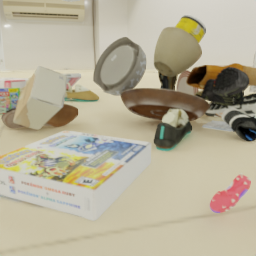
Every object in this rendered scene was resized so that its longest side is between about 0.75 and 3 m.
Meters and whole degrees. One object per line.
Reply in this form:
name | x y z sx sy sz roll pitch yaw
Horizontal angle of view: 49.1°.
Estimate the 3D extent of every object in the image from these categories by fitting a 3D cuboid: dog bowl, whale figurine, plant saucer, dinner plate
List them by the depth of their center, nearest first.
plant saucer | 1.058 -0.598 8.377 2.658 0.426 2.658 8 -8 1
dog bowl | -0.236 -1.849 8.652 1.889 1.889 0.554 15 -11 46
dinner plate | 2.215 -1.360 10.584 0.195 1.607 1.607 -2 10 41
whale figurine | -3.405 -1.166 11.219 1.957 1.276 2.460 3 38 -1

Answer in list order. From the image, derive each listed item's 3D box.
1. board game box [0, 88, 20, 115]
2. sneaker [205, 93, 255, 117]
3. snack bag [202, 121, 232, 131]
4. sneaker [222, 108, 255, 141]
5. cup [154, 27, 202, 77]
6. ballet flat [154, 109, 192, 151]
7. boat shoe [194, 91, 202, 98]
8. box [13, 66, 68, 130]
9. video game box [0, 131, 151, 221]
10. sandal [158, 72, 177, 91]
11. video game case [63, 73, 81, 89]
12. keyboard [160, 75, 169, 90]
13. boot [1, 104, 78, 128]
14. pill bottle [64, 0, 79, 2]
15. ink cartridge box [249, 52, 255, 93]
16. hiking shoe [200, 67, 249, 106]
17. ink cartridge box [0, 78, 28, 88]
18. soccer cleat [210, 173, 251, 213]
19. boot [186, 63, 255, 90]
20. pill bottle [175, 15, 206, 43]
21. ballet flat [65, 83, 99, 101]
board game box | -4.716 -0.978 10.310 1.440 0.969 0.210 -3 15 -10
sneaker | 3.453 -0.497 9.016 0.843 0.915 2.288 -44 25 -27
snack bag | 2.863 -0.087 8.563 0.897 0.102 0.951 10 17 35
sneaker | 3.249 0.046 7.387 1.591 0.581 0.890 12 36 -26
cup | 1.482 -2.365 9.321 1.557 1.113 1.557 32 -11 7
ballet flat | 1.217 -0.068 7.161 0.744 0.749 2.189 2 14 20
boat shoe | 2.635 -1.099 10.586 0.458 0.395 1.257 48 50 9
box | -2.242 -0.682 7.046 0.735 0.897 1.890 17 -26 -28
video game box | -0.917 0.627 4.921 2.059 0.529 2.260 5 15 22
sandal | 1.479 -1.903 10.735 0.747 2.767 1.111 9 -16 9
video game case | -3.933 -2.178 14.493 2.661 0.232 1.902 -16 -13 -48
keyboard | 1.214 -1.108 9.517 0.234 1.094 1.822 12 30 0
boot | -2.818 -0.435 8.751 2.062 0.724 1.507 -12 17 -43
pill bottle | -1.175 -3.428 5.970 0.939 0.939 1.650 -1 43 -2
ink cartridge box | 5.082 -1.932 9.892 1.296 1.471 0.329 10 -8 16
hiking shoe | 2.684 -1.000 7.255 0.981 0.738 1.949 19 -3 -8
ink cartridge box | -6.241 -2.134 14.885 2.267 0.938 1.661 8 16 30
soccer cleat | 1.353 0.905 3.689 0.789 0.302 0.263 -32 45 -32
boot | 3.117 -1.555 10.098 2.156 1.060 3.012 4 -13 -5
pill bottle | 1.736 -2.764 9.276 0.962 1.717 0.962 34 -1 1
ballet flat | -2.713 -1.754 13.601 2.691 0.848 0.923 3 15 11
